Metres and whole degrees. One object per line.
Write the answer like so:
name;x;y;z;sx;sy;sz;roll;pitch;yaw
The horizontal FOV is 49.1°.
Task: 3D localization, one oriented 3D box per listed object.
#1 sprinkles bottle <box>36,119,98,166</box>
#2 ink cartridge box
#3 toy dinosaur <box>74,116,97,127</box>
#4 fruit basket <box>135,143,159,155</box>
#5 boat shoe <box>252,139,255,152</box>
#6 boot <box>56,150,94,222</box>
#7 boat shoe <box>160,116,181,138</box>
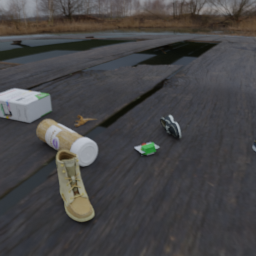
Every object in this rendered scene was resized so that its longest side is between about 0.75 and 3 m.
sprinkles bottle;-2.221;0.466;9.919;0.905;0.905;2.651;-22;32;-39
ink cartridge box;-5.055;-1.092;13.255;2.234;0.938;1.618;10;27;21
toy dinosaur;-1.986;-0.310;12.388;1.041;0.314;0.553;-29;72;-32
fruit basket;0.667;0.734;10.093;0.702;0.355;0.758;-16;10;-16
boat shoe;4.856;0.716;9.714;0.480;0.616;1.358;-7;26;-15
boot;-1.409;1.443;7.246;0.633;1.352;1.739;-12;27;-24
boat shoe;1.707;-0.005;11.373;0.492;0.617;1.631;-11;21;-4
